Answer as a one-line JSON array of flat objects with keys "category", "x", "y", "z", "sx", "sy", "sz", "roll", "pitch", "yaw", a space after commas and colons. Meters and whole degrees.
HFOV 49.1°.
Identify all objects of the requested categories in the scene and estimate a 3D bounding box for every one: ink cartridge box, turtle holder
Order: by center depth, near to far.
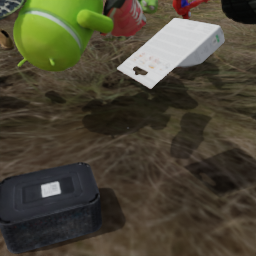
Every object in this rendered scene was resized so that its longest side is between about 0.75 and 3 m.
[{"category": "ink cartridge box", "x": 0.630, "y": -1.138, "z": 4.405, "sx": 1.359, "sy": 0.340, "sz": 1.093, "roll": -44, "pitch": 39, "yaw": -4}, {"category": "turtle holder", "x": 0.420, "y": -4.921, "z": 8.860, "sx": 1.758, "sy": 2.313, "sz": 1.643, "roll": 23, "pitch": -3, "yaw": -12}]

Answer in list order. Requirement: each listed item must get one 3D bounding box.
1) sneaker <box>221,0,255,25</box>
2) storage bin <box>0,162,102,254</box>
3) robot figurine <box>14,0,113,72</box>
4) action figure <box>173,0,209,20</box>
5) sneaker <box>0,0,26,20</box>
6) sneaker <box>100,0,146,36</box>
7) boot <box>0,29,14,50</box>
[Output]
[{"category": "sneaker", "x": 2.347, "y": -3.222, "z": 5.936, "sx": 2.609, "sy": 1.034, "sz": 0.984, "roll": 29, "pitch": -7, "yaw": -38}, {"category": "storage bin", "x": -1.296, "y": 1.282, "z": 4.724, "sx": 1.544, "sy": 0.724, "sz": 1.044, "roll": -11, "pitch": 34, "yaw": -15}, {"category": "robot figurine", "x": -1.579, "y": -2.501, "z": 6.499, "sx": 2.376, "sy": 1.567, "sz": 2.708, "roll": 6, "pitch": 64, "yaw": 31}, {"category": "action figure", "x": 1.611, "y": -4.185, "z": 7.976, "sx": 1.186, "sy": 2.397, "sz": 0.782, "roll": -27, "pitch": 52, "yaw": 11}, {"category": "sneaker", "x": -2.403, "y": -2.772, "z": 5.938, "sx": 0.623, "sy": 0.693, "sz": 1.605, "roll": 25, "pitch": 64, "yaw": -8}, {"category": "sneaker", "x": -0.020, "y": -3.280, "z": 7.744, "sx": 1.253, "sy": 1.065, "sz": 2.889, "roll": 9, "pitch": 0, "yaw": -10}, {"category": "boot", "x": -3.471, "y": -2.574, "z": 7.699, "sx": 0.403, "sy": 0.413, "sz": 1.094, "roll": -27, "pitch": 54, "yaw": -32}]
